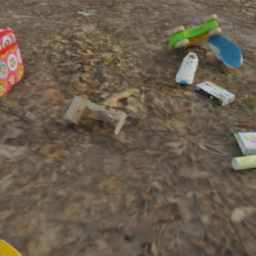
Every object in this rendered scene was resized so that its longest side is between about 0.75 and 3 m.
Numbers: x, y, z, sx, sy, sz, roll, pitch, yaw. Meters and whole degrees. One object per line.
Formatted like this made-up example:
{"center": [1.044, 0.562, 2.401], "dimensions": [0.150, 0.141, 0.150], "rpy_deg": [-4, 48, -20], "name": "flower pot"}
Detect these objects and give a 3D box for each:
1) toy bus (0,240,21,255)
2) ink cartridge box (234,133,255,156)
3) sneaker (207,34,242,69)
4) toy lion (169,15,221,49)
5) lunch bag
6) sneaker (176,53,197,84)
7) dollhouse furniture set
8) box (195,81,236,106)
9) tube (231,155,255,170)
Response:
{"center": [-1.384, 2.932, 4.158], "dimensions": [2.942, 1.152, 0.958], "rpy_deg": [24, 41, 29], "name": "toy bus"}
{"center": [3.581, 0.399, 8.322], "dimensions": [0.535, 0.306, 1.031], "rpy_deg": [0, 36, 0], "name": "ink cartridge box"}
{"center": [4.583, -3.475, 13.017], "dimensions": [0.864, 0.912, 2.259], "rpy_deg": [-33, 50, 14], "name": "sneaker"}
{"center": [3.227, -4.521, 13.868], "dimensions": [2.616, 0.898, 2.508], "rpy_deg": [-20, 3, -3], "name": "toy lion"}
{"center": [-5.128, -2.516, 10.423], "dimensions": [1.158, 2.489, 2.826], "rpy_deg": [6, 37, 8], "name": "lunch bag"}
{"center": [2.478, -2.488, 11.824], "dimensions": [0.741, 0.782, 1.936], "rpy_deg": [11, 41, 14], "name": "sneaker"}
{"center": [-0.932, -0.266, 8.963], "dimensions": [1.838, 0.953, 0.814], "rpy_deg": [20, 81, 25], "name": "dollhouse furniture set"}
{"center": [3.346, -1.352, 10.755], "dimensions": [0.759, 0.239, 1.379], "rpy_deg": [-21, 41, -25], "name": "box"}
{"center": [3.456, 0.908, 7.654], "dimensions": [1.238, 0.321, 0.359], "rpy_deg": [-5, 77, -12], "name": "tube"}
